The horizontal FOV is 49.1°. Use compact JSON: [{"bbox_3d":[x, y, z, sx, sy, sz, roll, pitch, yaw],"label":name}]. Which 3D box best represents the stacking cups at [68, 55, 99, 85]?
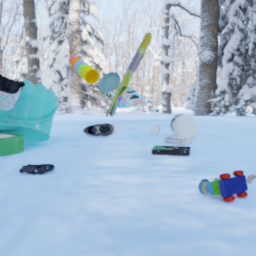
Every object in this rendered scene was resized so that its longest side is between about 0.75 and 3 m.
[{"bbox_3d":[-2.250,-2.899,13.342,0.747,0.747,2.470,-3,33,-36],"label":"stacking cups"}]

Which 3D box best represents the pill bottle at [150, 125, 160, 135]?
[{"bbox_3d":[1.661,0.131,17.346,0.557,0.557,0.994,1,5,13],"label":"pill bottle"}]

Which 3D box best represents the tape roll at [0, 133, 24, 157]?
[{"bbox_3d":[-5.330,0.629,10.628,2.633,0.633,2.633,0,4,0],"label":"tape roll"}]

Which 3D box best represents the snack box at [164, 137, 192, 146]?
[{"bbox_3d":[2.348,0.602,13.098,0.772,0.287,1.085,-4,6,-40],"label":"snack box"}]

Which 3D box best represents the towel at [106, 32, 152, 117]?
[{"bbox_3d":[0.057,-1.606,8.460,0.280,2.459,1.766,26,-35,-4],"label":"towel"}]

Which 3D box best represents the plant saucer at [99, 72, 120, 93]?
[{"bbox_3d":[-0.681,-1.689,10.589,0.903,0.903,0.162,2,-23,26],"label":"plant saucer"}]

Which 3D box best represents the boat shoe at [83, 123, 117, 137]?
[{"bbox_3d":[-1.664,0.116,16.008,2.294,0.823,0.777,1,4,41],"label":"boat shoe"}]

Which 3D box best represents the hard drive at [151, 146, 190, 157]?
[{"bbox_3d":[1.592,0.844,10.306,1.344,0.254,0.939,2,5,14],"label":"hard drive"}]

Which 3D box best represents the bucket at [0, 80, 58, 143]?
[{"bbox_3d":[-4.732,-0.617,12.465,3.082,2.005,3.082,0,-18,0],"label":"bucket"}]

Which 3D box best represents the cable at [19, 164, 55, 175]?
[{"bbox_3d":[-2.419,1.106,7.559,0.911,0.231,0.743,-2,-1,1],"label":"cable"}]

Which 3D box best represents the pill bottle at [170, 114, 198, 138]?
[{"bbox_3d":[3.081,-0.100,15.464,1.316,1.316,2.327,0,5,2],"label":"pill bottle"}]

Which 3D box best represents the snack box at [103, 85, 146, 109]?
[{"bbox_3d":[-0.223,-1.409,12.324,1.211,0.387,2.084,-9,27,-23],"label":"snack box"}]

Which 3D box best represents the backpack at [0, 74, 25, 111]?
[{"bbox_3d":[-4.449,-1.283,10.143,1.218,0.924,1.460,12,24,-20],"label":"backpack"}]

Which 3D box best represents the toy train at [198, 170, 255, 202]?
[{"bbox_3d":[2.058,1.132,5.678,1.226,0.519,0.710,-3,-8,-36],"label":"toy train"}]
